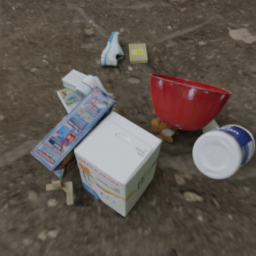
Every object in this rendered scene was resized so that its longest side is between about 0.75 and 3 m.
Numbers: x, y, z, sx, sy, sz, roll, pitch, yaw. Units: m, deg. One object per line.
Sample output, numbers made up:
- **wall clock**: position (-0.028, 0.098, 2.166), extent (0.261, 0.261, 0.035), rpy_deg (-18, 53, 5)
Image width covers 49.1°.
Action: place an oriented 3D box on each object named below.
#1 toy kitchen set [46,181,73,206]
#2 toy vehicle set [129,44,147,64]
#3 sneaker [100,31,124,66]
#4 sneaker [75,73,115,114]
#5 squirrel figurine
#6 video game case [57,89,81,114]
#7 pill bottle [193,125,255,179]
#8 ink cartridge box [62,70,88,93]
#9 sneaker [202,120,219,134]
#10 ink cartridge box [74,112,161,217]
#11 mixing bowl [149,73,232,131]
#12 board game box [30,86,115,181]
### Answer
- **toy kitchen set**: position (-2.181, 2.091, 8.892), extent (0.810, 0.661, 0.730), rpy_deg (-5, 70, -8)
- **toy vehicle set**: position (0.499, -3.809, 14.279), extent (0.849, 0.181, 1.367), rpy_deg (-2, 52, -2)
- **sneaker**: position (-0.633, -3.880, 14.038), extent (0.978, 0.846, 2.257), rpy_deg (14, 62, 3)
- **sneaker**: position (-0.825, -0.799, 10.276), extent (0.998, 2.732, 0.967), rpy_deg (25, 67, 40)
- **squirrel figurine**: position (1.490, -0.170, 10.941), extent (1.196, 0.846, 1.116), rpy_deg (17, 41, 12)
- **video game case**: position (-1.907, -1.320, 12.329), extent (1.927, 0.221, 1.753), rpy_deg (-24, 56, -17)
- **pill bottle**: position (2.793, 0.569, 7.844), extent (1.223, 1.223, 2.202), rpy_deg (38, 27, 26)
- **ink cartridge box**: position (-2.048, -1.913, 12.350), extent (1.559, 0.462, 0.809), rpy_deg (27, 57, 20)
- **sneaker**: position (3.365, 0.248, 10.816), extent (0.683, 0.662, 1.870), rpy_deg (-5, 52, -4)
- **ink cartridge box**: position (-0.304, 1.188, 8.847), extent (1.854, 2.518, 1.821), rpy_deg (30, 59, 20)
- **mixing bowl**: position (2.003, -0.863, 9.955), extent (2.898, 1.569, 2.898), rpy_deg (12, 16, -3)
- **board game box**: position (-1.801, 0.451, 8.819), extent (0.840, 2.723, 2.721), rpy_deg (38, 54, 6)
